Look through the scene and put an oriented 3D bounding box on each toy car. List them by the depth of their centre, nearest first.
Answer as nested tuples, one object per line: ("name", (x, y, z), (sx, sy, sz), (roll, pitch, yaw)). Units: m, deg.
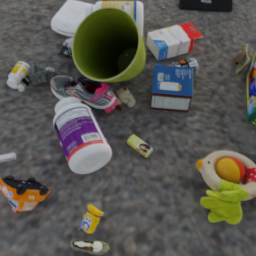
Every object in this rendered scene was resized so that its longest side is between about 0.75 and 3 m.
("toy car", (-2.334, 2.317, 7.959), (2.950, 1.447, 0.982), (21, 90, 21))

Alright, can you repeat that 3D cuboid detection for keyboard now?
("keyboard", (4.022, -6.625, 14.620), (2.745, 0.544, 1.429), (5, 79, 2))

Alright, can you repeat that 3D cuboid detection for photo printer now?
("photo printer", (-2.553, -5.149, 13.331), (1.715, 0.716, 2.062), (17, 58, 10))

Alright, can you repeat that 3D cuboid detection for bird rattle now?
("bird rattle", (3.368, 1.495, 8.432), (2.802, 1.578, 2.284), (-20, 48, -15))

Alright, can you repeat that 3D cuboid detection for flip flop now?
("flip flop", (4.715, -2.939, 11.749), (0.554, 0.781, 1.926), (28, 53, -8))

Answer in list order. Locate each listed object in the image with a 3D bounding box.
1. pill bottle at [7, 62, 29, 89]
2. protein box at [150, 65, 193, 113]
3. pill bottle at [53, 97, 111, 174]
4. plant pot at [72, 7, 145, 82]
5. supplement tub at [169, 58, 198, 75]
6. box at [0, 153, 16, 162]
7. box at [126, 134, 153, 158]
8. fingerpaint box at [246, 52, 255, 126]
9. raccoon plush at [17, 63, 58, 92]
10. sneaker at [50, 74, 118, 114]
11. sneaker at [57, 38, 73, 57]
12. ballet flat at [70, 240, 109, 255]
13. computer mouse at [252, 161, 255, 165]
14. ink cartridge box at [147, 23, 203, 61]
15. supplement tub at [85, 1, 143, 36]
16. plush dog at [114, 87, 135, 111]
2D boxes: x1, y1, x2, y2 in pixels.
("pill bottle", (-4.452, -2.123, 11.355), (0.601, 0.601, 1.065), (12, 57, 8))
("protein box", (1.656, -1.503, 10.683), (1.480, 0.999, 1.470), (6, 56, 4))
("pill bottle", (-1.613, 0.183, 9.299), (1.401, 1.401, 2.492), (-21, 58, -14))
("plant pot", (-0.353, -2.714, 10.423), (2.459, 2.628, 2.459), (-1, 88, 20))
("supplement tub", (2.210, -2.399, 11.468), (1.160, 0.711, 0.711), (-15, 57, -10))
("box", (-4.288, 1.040, 9.457), (0.931, 0.180, 0.193), (-11, 57, -7))
("box", (0.386, 0.606, 9.720), (0.944, 0.237, 0.355), (34, 62, 22))
("fingerpaint box", (5.137, -1.858, 10.084), (1.057, 2.403, 2.881), (11, 57, 7))
("raccoon plush", (-3.476, -1.839, 11.148), (1.084, 0.782, 1.617), (18, 64, 5))
("sneaker", (-1.739, -1.527, 10.483), (2.962, 1.106, 1.194), (17, 62, 27))
("sneaker", (-2.370, -3.212, 12.067), (1.370, 0.762, 1.959), (-14, 48, -8))
("ballet flat", (-1.083, 3.296, 7.785), (1.103, 0.415, 0.374), (6, 56, 4))
("computer mouse", (4.019, 1.326, 9.205), (1.051, 0.277, 0.728), (-6, 55, -4))
("ink cartridge box", (2.047, -3.853, 12.430), (2.127, 0.715, 1.236), (-18, 56, -12))
("supplement tub", (-0.582, -4.625, 12.345), (2.441, 1.766, 1.766), (1, 56, 1))
("plush dog", (-0.310, -1.147, 10.702), (0.831, 0.777, 0.968), (-35, 60, 6))
